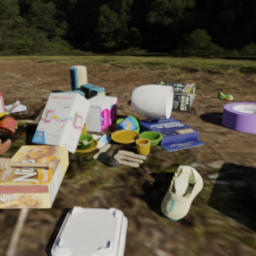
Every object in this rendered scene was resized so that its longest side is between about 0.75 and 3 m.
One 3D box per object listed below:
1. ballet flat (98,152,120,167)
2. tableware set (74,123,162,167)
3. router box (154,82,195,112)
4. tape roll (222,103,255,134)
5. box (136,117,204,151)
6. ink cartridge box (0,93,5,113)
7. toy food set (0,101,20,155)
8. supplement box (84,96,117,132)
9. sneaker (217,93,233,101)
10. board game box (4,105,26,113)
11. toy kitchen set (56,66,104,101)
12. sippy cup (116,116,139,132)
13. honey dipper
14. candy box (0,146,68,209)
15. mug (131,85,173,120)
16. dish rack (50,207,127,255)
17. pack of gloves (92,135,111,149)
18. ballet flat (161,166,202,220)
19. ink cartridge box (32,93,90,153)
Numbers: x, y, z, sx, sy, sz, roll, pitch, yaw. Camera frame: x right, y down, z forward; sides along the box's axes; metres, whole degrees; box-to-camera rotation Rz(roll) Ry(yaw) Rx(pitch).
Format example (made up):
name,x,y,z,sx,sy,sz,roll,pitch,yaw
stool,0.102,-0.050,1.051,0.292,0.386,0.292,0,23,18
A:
name,x,y,z,sx,sy,sz,roll,pitch,yaw
ballet flat,-0.558,0.887,7.695,0.294,0.251,0.884,-54,37,-9
tableware set,-0.547,0.305,8.651,2.939,0.451,1.980,10,27,27
router box,2.170,-1.623,13.959,2.083,0.864,2.780,6,20,17
tape roll,4.702,-0.415,10.734,2.044,0.671,2.044,0,18,0
box,1.364,0.121,9.633,1.442,0.386,2.380,-8,22,-23
ink cartridge box,-5.692,-0.481,10.269,1.899,1.079,2.605,-6,20,-16
toy food set,-3.780,0.420,7.561,1.662,0.923,2.825,-31,13,31
supplement box,-1.155,-0.579,10.791,0.961,0.941,1.860,5,19,15
sneaker,5.192,-1.657,15.012,0.380,0.348,0.907,-4,25,-44
board game box,-5.276,-0.908,12.968,0.772,0.159,0.774,-17,25,-41
toy kitchen set,-2.680,-1.864,13.320,2.372,1.744,2.960,-12,22,-32
sippy cup,-0.050,-0.033,9.829,0.587,0.629,0.801,-29,10,-36
honey dipper,-2.209,0.786,5.949,1.345,0.255,0.255,1,19,11
candy box,-2.186,1.052,6.539,1.207,0.578,2.091,0,19,-1
mug,0.822,-0.806,9.734,1.282,1.462,1.080,8,53,17
dish rack,-0.641,1.800,4.815,1.187,0.301,1.384,2,20,4
pack of gloves,-1.053,0.373,9.168,0.808,0.190,0.962,9,21,22
ballet flat,1.216,1.196,6.020,0.688,0.688,1.981,7,20,20
ink cartridge box,-1.953,-0.178,8.267,1.187,1.642,0.695,4,-22,33
